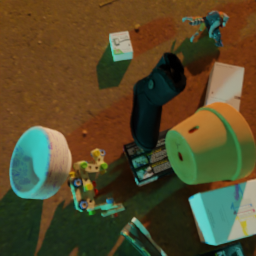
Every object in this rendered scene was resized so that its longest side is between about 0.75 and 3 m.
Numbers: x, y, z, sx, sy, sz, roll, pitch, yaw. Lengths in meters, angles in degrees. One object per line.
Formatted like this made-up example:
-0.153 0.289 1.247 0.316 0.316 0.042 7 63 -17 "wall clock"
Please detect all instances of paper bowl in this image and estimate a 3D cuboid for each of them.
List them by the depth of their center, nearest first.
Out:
-2.907 1.228 9.660 2.392 1.244 2.392 -15 66 38 "paper bowl"

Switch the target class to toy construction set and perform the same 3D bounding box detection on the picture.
-1.177 2.039 9.820 1.635 1.149 2.494 -13 72 -32 "toy construction set"

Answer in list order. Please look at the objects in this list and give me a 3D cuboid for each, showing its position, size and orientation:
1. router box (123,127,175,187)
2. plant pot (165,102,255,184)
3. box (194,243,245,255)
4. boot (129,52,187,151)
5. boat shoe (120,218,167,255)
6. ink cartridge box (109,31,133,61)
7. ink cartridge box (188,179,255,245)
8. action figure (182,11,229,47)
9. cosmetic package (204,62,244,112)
1.068 1.052 10.464 2.142 0.547 1.597 -19 66 -9 "router box"
2.456 0.678 9.133 1.865 2.664 2.664 -18 67 -16 "plant pot"
3.097 4.764 8.932 1.663 0.409 1.722 -14 67 -3 "box"
0.993 -0.841 9.480 1.085 2.387 2.841 7 71 -22 "boot"
0.738 4.082 9.006 0.733 0.877 2.453 -37 65 -15 "boat shoe"
-0.320 -3.667 12.563 0.868 0.501 1.193 -10 67 -4 "ink cartridge box"
3.518 2.694 9.152 2.477 1.592 1.551 -12 71 -6 "ink cartridge box"
3.689 -4.598 12.723 1.934 1.046 1.999 -20 68 1 "action figure"
3.851 -1.432 11.359 1.269 0.913 2.250 12 68 7 "cosmetic package"
